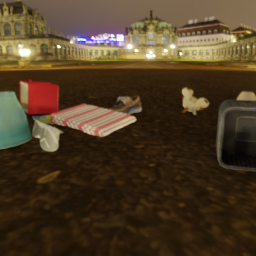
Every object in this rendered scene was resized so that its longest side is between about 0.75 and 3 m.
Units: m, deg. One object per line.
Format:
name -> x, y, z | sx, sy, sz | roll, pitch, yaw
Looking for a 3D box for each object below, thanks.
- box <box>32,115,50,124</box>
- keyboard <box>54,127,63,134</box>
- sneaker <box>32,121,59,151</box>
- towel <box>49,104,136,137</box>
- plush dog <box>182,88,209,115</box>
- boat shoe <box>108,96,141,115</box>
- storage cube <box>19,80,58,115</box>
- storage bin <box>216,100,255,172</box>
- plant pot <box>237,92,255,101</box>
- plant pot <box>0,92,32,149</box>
box -> -3.519, -0.359, 12.046 | 1.081, 0.258, 0.659 | -7, 17, -24
keyboard -> -2.796, 0.098, 10.826 | 0.253, 0.048, 0.899 | -5, 16, -35
sneaker -> -2.540, 0.250, 9.156 | 0.748, 0.656, 1.866 | 13, 12, -35
towel -> -1.447, -0.334, 11.463 | 2.995, 0.448, 2.192 | 15, 25, 30
plush dog -> 3.217, -1.187, 14.129 | 1.461, 1.172, 1.254 | 36, 12, 16
boat shoe -> -0.208, -1.083, 13.466 | 0.876, 0.878, 2.426 | 6, 15, 30
storage cube -> -4.389, -1.507, 13.757 | 1.481, 1.648, 1.408 | -4, 14, -36
storage bin -> 3.653, 0.197, 7.396 | 2.444, 1.652, 1.146 | 4, 16, 13
plant pot -> 6.523, -1.553, 15.384 | 1.187, 0.797, 1.187 | 0, 16, 0
plant pot -> -4.146, -0.324, 9.133 | 1.714, 1.610, 1.714 | -4, 15, 1
